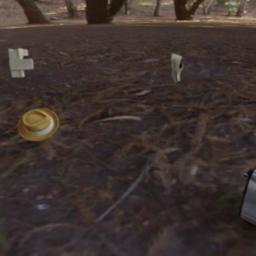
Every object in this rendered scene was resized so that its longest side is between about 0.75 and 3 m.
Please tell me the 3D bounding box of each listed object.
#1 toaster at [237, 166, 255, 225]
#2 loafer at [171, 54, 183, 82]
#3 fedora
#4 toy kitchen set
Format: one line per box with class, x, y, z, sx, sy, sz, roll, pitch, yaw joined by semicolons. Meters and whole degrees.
toaster;3.771;1.693;7.482;1.779;1.609;1.056;-25;36;-39
loafer;1.586;-1.895;9.017;0.348;1.018;0.385;5;50;21
fedora;-2.883;-0.204;8.844;1.286;0.524;1.286;0;62;-1
toy kitchen set;-3.547;-2.232;9.633;0.744;0.912;0.823;-2;13;0
